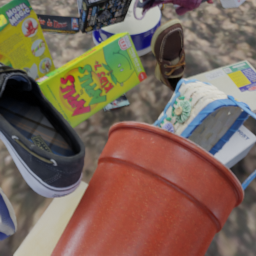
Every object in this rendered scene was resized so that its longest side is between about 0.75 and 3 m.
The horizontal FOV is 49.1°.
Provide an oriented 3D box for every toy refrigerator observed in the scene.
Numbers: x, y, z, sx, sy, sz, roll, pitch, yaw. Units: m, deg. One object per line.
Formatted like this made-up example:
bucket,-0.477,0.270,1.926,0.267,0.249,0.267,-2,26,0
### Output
toy refrigerator,-1.587,2.486,6.286,0.898,0.974,2.566,25,58,16

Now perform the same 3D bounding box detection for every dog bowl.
dog bowl,-0.075,-3.919,10.668,2.616,1.030,2.616,0,56,0

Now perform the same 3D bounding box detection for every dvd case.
dvd case,-0.442,-0.870,9.139,0.827,0.091,0.603,-15,57,-9

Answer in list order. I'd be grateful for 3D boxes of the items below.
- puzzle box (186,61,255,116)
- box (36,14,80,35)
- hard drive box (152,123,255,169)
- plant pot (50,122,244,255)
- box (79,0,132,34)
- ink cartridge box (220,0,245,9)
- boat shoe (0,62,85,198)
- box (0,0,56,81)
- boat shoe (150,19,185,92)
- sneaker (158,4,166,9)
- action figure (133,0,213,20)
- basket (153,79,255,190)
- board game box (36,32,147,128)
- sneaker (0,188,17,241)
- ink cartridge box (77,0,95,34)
puzzle box,2.740,-0.934,7.584,2.366,0.301,1.574,-19,62,-19
box,-2.457,-2.924,7.927,2.009,0.379,1.372,-2,15,-17
hard drive box,1.743,0.501,7.639,2.595,0.997,2.023,-31,62,-20
plant pot,0.107,1.400,3.805,2.170,2.170,2.111,26,66,17
box,-0.653,-3.394,8.052,1.464,1.475,0.366,-23,85,-18
ink cartridge box,2.496,-3.283,6.171,1.061,0.767,0.447,-41,28,-4
boat shoe,-1.517,-0.322,3.738,0.964,0.914,2.758,-22,62,-42
box,-2.691,-1.537,6.714,0.694,2.867,1.682,31,62,20
boat shoe,1.118,-1.640,6.939,0.858,2.377,0.856,-27,69,-7
sneaker,1.066,-5.663,12.173,0.638,0.530,1.415,-18,56,-19
action figure,1.409,-3.884,7.928,2.301,1.542,1.714,12,48,4
basket,1.515,0.242,5.247,1.481,1.877,2.129,-3,41,-43
board game box,-0.801,-1.113,6.545,2.403,1.221,0.572,-36,28,-19
sneaker,-3.905,1.828,6.784,1.564,1.094,2.708,-34,55,-17
ink cartridge box,-0.688,-4.210,8.647,0.414,2.035,2.039,39,65,21
